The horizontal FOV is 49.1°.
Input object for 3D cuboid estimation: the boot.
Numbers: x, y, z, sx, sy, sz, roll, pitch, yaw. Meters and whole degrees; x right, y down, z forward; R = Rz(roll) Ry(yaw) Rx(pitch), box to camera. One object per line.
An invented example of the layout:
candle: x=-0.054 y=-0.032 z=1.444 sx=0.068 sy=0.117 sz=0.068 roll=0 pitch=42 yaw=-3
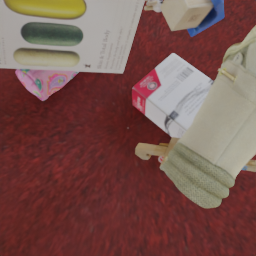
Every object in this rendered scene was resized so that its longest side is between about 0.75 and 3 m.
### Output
boot: x=1.378 y=-0.080 z=4.027 sx=1.006 sy=2.791 sz=2.158 roll=32 pitch=96 yaw=9

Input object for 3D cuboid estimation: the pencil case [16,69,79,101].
pencil case: x=-1.721 y=-1.866 z=7.528 sx=1.108 sy=1.108 sz=2.533 roll=39 pitch=70 yaw=18

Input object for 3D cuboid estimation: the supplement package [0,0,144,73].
supplement package: x=-1.363 y=-2.561 z=5.650 sx=2.719 sy=2.063 sz=2.048 roll=-1 pitch=51 yaw=-19

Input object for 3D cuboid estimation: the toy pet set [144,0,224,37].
toy pet set: x=1.089 y=-2.840 z=5.180 sx=1.046 sy=1.970 sz=1.839 roll=-18 pitch=78 yaw=-24

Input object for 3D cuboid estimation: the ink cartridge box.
ink cartridge box: x=1.396 y=-0.608 z=6.980 sx=1.566 sy=0.899 sz=2.156 roll=-42 pitch=70 yaw=-19

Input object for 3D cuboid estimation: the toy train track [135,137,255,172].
toy train track: x=1.213 y=0.606 z=4.601 sx=2.216 sy=0.361 sz=1.271 roll=8 pitch=20 yaw=15
